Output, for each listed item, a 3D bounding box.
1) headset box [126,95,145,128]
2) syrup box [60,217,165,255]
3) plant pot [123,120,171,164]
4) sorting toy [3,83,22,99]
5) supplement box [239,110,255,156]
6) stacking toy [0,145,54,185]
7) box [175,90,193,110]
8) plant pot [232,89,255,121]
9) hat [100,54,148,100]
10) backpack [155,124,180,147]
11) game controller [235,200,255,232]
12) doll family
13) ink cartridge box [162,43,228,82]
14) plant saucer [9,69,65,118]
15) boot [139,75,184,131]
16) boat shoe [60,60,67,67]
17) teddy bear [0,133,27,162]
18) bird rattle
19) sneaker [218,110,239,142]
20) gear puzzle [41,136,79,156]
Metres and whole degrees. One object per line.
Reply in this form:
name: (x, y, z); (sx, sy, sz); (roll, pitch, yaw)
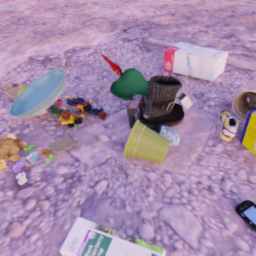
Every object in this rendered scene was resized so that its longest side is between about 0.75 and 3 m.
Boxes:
headset box: (0.349, -0.651, 11.521); (0.491, 0.973, 1.309); (1, 34, 18)
syrup box: (-0.344, 2.964, 6.460); (2.232, 0.909, 0.879); (14, 50, 17)
plant pot: (0.704, 0.619, 9.683); (1.341, 1.413, 1.413); (22, 39, 8)
sorting toy: (-5.414, -1.662, 13.539); (0.843, 0.296, 1.748); (-28, 45, -33)
supplement box: (5.371, 0.509, 9.529); (1.428, 1.437, 2.624); (-14, 38, -18)
stacking toy: (-3.499, 1.151, 9.564); (1.213, 0.378, 1.609); (22, 40, 28)
box: (2.209, -1.366, 12.086); (0.351, 0.681, 1.167); (-42, 45, 6)
plant pot: (5.297, -1.097, 11.920); (1.349, 1.349, 1.235); (23, 33, 28)
hat: (0.139, -2.808, 13.368); (2.211, 2.349, 2.669); (6, 36, 9)
backpack: (1.460, 0.355, 10.384); (0.920, 0.750, 0.707); (22, 3, -5)
game controller: (3.572, 2.529, 7.747); (0.636, 0.257, 1.219); (-18, 39, -24)
doll family: (-2.057, -0.674, 11.570); (1.571, 1.067, 2.718); (21, 38, 34)
ink cartridge box: (3.661, -3.685, 15.401); (2.917, 1.249, 2.153); (22, 34, 26)
plant saucer: (-3.515, -1.296, 11.258); (2.742, 0.493, 2.742); (-23, 36, 18)
boot: (1.597, -1.072, 11.002); (1.025, 2.036, 2.723); (32, 33, 29)
boat shoe: (-3.813, -3.777, 16.481); (0.323, 0.345, 0.935); (-6, 27, -4)
teddy bear: (-4.265, 0.680, 10.116); (1.098, 0.506, 1.514); (3, 36, 0)
bird rattle: (-3.966, -1.105, 12.535); (1.958, 1.103, 1.596); (9, 46, -9)
sneaker: (4.019, -0.261, 11.030); (0.657, 0.790, 1.754); (20, 42, -4)
gear puzzle: (-2.490, 0.740, 10.163); (0.736, 0.186, 1.421); (26, 37, 35)
